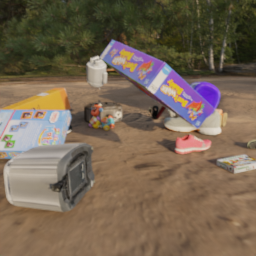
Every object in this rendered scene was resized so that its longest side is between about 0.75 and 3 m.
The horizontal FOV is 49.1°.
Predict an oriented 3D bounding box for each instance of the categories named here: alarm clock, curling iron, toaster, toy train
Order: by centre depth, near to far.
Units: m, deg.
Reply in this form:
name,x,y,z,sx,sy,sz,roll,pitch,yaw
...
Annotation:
name,x,y,z,sx,sy,sz,roll,pitch,yaw
toaster,-1.518,0.948,5.560,1.264,1.112,1.957,-1,11,12
curling iron,1.265,-0.955,9.562,0.510,2.059,0.263,37,46,-1
toy train,-1.094,-0.504,11.422,1.543,1.159,0.429,14,-22,35
alarm clock,-1.057,-0.679,12.689,1.760,0.868,2.609,-5,18,-18

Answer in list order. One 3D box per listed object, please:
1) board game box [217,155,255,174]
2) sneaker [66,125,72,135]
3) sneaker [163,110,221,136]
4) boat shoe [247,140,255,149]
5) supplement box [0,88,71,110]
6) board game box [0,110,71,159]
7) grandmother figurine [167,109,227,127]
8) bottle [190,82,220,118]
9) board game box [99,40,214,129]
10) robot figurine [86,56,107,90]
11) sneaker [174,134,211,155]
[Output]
name,x,y,z,sx,sy,sz,roll,pitch,yaw
board game box,2.959,0.949,7.432,1.003,0.174,0.633,-7,15,-24
sneaker,-2.890,-0.080,10.309,1.745,0.764,0.661,-10,17,-34
sneaker,2.486,-0.364,10.913,2.232,1.027,0.845,6,15,23
boat shoe,4.138,0.541,8.873,0.755,0.270,0.248,-1,9,-21
supplement box,-3.614,-0.661,10.632,2.759,0.918,0.949,-30,26,-35
board game box,-2.895,0.152,8.104,2.170,0.397,1.641,0,47,6
grandmother figurine,2.955,-0.592,12.426,2.653,0.803,1.609,15,12,38
bottle,2.186,-0.918,9.014,0.830,1.062,2.543,27,8,-1
board game box,0.508,-1.022,6.105,1.622,0.540,2.412,33,7,-35
robot figurine,-1.142,-1.943,10.041,0.998,1.177,0.665,35,45,28
sneaker,2.011,0.446,8.573,1.261,0.547,0.465,-9,15,-19
